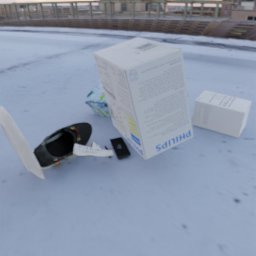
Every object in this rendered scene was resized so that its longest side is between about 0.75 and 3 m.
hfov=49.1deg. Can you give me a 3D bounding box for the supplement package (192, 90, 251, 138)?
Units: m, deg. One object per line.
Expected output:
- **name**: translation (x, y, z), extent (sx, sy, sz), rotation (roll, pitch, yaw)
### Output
- **supplement package**: translation (3.697, -0.588, 11.169), extent (1.908, 1.157, 1.142), rotation (19, 38, 27)

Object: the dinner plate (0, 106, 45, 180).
- **dinner plate**: translation (-3.088, 0.497, 7.942), extent (0.290, 2.389, 2.389), rotation (-32, 40, -25)

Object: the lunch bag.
- **lunch bag**: translation (-0.581, -1.408, 11.916), extent (1.979, 1.015, 2.462), rotation (-48, 30, -18)

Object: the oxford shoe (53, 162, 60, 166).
- **oxford shoe**: translation (-2.371, 0.895, 9.341), extent (0.344, 0.344, 0.966), rotation (8, 44, -18)

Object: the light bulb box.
- **light bulb box**: translation (0.427, -1.065, 8.847), extent (1.780, 2.853, 2.828), rotation (-23, 31, -14)

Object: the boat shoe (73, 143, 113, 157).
- **boat shoe**: translation (-1.075, 0.682, 8.826), extent (1.288, 0.446, 0.456), rotation (4, -5, -22)

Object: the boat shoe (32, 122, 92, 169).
- **boat shoe**: translation (-1.938, 0.437, 9.191), extent (0.846, 0.988, 2.701), rotation (-34, 1, 35)

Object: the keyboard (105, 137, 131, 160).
- **keyboard**: translation (-0.441, 0.736, 9.846), extent (0.813, 0.132, 1.279), rotation (-11, 30, -11)
